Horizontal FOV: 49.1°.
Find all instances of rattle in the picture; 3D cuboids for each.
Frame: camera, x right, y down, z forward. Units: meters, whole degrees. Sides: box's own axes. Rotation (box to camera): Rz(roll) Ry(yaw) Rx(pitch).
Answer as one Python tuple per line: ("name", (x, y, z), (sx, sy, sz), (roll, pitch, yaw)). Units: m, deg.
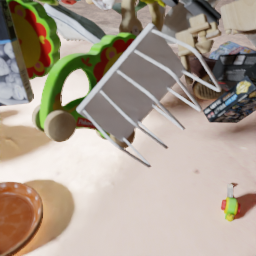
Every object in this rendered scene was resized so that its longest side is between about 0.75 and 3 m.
("rattle", (0.644, -2.705, 7.303), (1.762, 1.606, 2.466), (12, 64, 29))

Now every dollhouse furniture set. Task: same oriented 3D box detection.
("dollhouse furniture set", (2.037, -1.379, 4.511), (2.571, 1.138, 1.332), (-10, 6, 28))

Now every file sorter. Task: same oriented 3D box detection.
("file sorter", (0.363, -0.431, 4.484), (1.797, 1.247, 1.119), (-49, 46, 4))

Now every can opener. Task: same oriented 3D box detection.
("can opener", (1.501, -3.080, 6.985), (0.604, 1.805, 0.481), (-10, 55, 59))

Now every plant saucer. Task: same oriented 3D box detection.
("plant saucer", (-2.788, 1.961, 5.920), (1.946, 0.314, 1.946), (0, 37, 0))
("plant saucer", (-0.273, -3.682, 7.944), (1.471, 0.283, 1.471), (30, 34, -23))

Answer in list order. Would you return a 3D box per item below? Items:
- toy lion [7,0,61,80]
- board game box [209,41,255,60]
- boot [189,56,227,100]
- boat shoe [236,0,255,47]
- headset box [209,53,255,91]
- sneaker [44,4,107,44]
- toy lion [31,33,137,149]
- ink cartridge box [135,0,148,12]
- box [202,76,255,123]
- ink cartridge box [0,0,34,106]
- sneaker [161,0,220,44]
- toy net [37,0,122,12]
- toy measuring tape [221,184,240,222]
("toy lion", (-2.682, -2.225, 6.139), (2.349, 2.451, 0.841), (-4, 30, 24))
("board game box", (4.744, -3.195, 12.371), (1.667, 0.514, 1.668), (30, 47, 34))
("boot", (2.899, -2.021, 10.745), (2.831, 1.024, 2.355), (-23, 33, -27))
("boat shoe", (3.535, -2.480, 6.964), (0.957, 2.665, 1.009), (-17, -4, -41))
("headset box", (3.005, -0.990, 6.337), (1.812, 0.700, 1.348), (23, 0, -30))
("sneaker", (-1.804, -3.365, 9.591), (2.392, 0.847, 0.874), (32, 41, -4))
("toy lion", (-0.451, -0.801, 5.512), (2.345, 2.247, 0.805), (9, 11, -42))
("ink cartridge box", (-0.209, -5.256, 9.753), (1.241, 2.390, 0.709), (-41, 13, -25))
("box", (2.028, -0.454, 5.016), (1.194, 0.949, 0.275), (-1, 57, -46))
("ink cartridge box", (-3.316, -1.441, 5.869), (2.146, 2.126, 0.466), (-6, 27, 4))
("sneaker", (2.348, -3.965, 8.984), (1.101, 2.990, 1.728), (46, 32, -1))
("toy net", (-1.120, -2.881, 6.390), (1.979, 0.382, 1.038), (11, 0, 1))
("toy measuring tape", (2.322, 1.596, 6.321), (0.418, 0.418, 1.136), (11, 39, 14))
